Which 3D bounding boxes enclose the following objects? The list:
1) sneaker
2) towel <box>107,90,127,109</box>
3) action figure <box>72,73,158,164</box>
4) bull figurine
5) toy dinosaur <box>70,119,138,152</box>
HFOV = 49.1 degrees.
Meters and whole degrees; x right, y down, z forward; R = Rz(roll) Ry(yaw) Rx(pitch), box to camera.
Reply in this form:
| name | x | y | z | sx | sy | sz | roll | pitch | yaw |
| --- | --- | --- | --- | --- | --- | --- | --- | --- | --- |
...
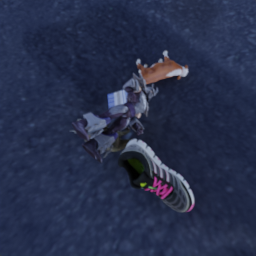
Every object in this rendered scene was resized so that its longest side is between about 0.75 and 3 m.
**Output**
| name | x | y | z | sx | sy | sz | roll | pitch | yaw |
| --- | --- | --- | --- | --- | --- | --- | --- | --- | --- |
| sneaker | 0.625 | 1.369 | 7.283 | 2.399 | 0.885 | 1.049 | 46 | 36 | 11 |
| towel | -0.129 | -1.047 | 9.547 | 1.190 | 0.142 | 0.874 | -15 | 42 | 7 |
| action figure | -0.125 | -0.377 | 8.259 | 2.966 | 1.930 | 1.029 | -39 | 43 | -24 |
| bull figurine | 1.243 | -2.183 | 10.302 | 1.928 | 0.628 | 1.171 | -17 | 54 | -13 |
| toy dinosaur | -0.617 | 0.275 | 8.590 | 2.087 | 0.803 | 1.068 | 31 | 71 | -2 |
